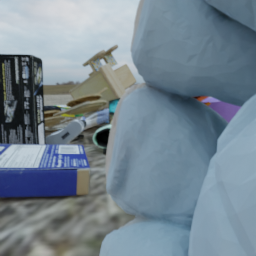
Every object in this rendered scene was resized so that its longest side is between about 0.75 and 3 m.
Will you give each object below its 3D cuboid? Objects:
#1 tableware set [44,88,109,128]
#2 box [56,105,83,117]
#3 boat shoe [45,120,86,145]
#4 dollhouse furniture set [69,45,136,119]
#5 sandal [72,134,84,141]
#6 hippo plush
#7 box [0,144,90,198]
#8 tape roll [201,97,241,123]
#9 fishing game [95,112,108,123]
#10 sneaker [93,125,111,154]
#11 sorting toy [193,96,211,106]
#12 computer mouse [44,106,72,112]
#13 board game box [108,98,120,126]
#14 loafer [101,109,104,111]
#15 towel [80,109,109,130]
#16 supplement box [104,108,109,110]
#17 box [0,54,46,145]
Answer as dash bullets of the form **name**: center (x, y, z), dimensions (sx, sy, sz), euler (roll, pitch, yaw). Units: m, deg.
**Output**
- **tableware set**: center (-2.004, -0.576, 8.655), dimensions (2.826, 0.566, 1.868), euler (-17, -3, 21)
- **box**: center (-3.162, -0.876, 14.191), dimensions (2.104, 0.509, 1.235), euler (3, 9, 28)
- **boat shoe**: center (-1.389, 0.164, 6.122), dimensions (1.141, 0.421, 0.390), euler (-39, 1, 18)
- **dollhouse furniture set**: center (-0.454, -1.715, 10.456), dimensions (1.890, 2.493, 2.845), euler (-23, 12, 42)
- **sandal**: center (-1.446, 0.266, 7.688), dimensions (0.310, 0.197, 0.825), euler (2, -4, 18)
- **hippo plush**: center (1.273, 0.148, 0.960), dimensions (2.368, 2.346, 2.946), euler (9, -11, -12)
- **box**: center (-2.004, 0.570, 4.206), dimensions (2.735, 0.443, 1.656), euler (3, 7, -12)
- **tape roll**: center (3.797, -1.077, 11.012), dimensions (2.345, 0.996, 2.345), euler (-16, 23, 7)
- **fishing game**: center (-1.048, -0.392, 11.571), dimensions (2.073, 0.322, 1.484), euler (16, 23, 38)
- **sneaker**: center (0.121, 0.187, 6.325), dimensions (1.860, 0.684, 1.097), euler (-9, 2, 6)
- **sorting toy**: center (1.589, -0.487, 9.272), dimensions (2.716, 1.115, 1.632), euler (-28, 1, 31)
- **computer mouse**: center (-2.949, -0.799, 12.559), dimensions (1.978, 0.337, 0.580), euler (-4, 16, -33)
- **board game box**: center (0.141, -0.492, 7.896), dimensions (1.462, 0.989, 0.206), euler (-13, -32, 18)
- **loafer**: center (-1.180, -1.196, 15.919), dimensions (1.651, 0.603, 0.589), euler (4, 9, 20)
- **towel**: center (-0.622, -0.530, 9.879), dimensions (2.425, 0.289, 1.781), euler (-21, 11, -1)
- **supplement box**: center (0.241, -1.087, 14.266), dimensions (1.567, 0.877, 2.879), euler (-9, 13, -43)
- **box**: center (-2.518, -0.346, 5.350), dimensions (1.665, 2.033, 0.876), euler (-1, 9, -6)
